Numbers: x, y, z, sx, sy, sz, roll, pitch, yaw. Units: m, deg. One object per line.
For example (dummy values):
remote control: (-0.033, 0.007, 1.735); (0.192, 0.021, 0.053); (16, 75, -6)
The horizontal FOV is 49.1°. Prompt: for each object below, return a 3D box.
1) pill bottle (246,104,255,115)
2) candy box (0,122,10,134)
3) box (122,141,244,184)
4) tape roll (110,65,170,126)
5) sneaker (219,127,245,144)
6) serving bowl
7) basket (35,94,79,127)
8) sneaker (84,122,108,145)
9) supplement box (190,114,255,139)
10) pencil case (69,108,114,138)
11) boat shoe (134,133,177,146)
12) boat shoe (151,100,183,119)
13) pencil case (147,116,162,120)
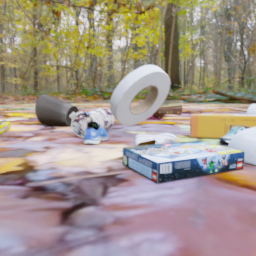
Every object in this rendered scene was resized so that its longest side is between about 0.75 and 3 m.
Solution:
pill bottle: (6.312, -0.373, 11.439); (1.532, 1.532, 2.560); (-5, 7, -37)
candy box: (-6.353, 0.062, 12.504); (1.531, 0.395, 2.995); (-4, 8, -12)
box: (1.285, 0.733, 6.726); (2.407, 0.454, 1.644); (-3, 8, -26)
tape roll: (0.452, -1.092, 9.861); (2.386, 2.386, 0.436); (-7, 46, -43)
sneaker: (3.740, 0.259, 10.048); (1.372, 0.592, 0.532); (-5, 9, -38)
serving bowl: (4.138, 0.409, 7.739); (2.648, 0.871, 2.648); (1, 6, 0)
basket: (-3.853, -0.822, 15.437); (2.031, 1.832, 1.381); (14, 36, 25)
sneaker: (-1.163, 0.129, 10.423); (0.677, 0.769, 1.724); (1, 7, 8)
supplement box: (3.971, -0.057, 11.158); (2.904, 0.966, 0.999); (3, 5, 19)
pencil case: (-1.488, -0.313, 12.272); (1.030, 1.184, 2.647); (-33, -3, 18)
boat shoe: (0.920, 0.487, 9.094); (1.421, 0.504, 0.496); (2, 34, -9)
boat shoe: (1.291, -0.691, 11.698); (2.090, 0.706, 0.752); (-8, 12, -6)
pencil case: (1.735, -0.799, 19.094); (1.169, 0.530, 0.547); (2, -28, 34)
